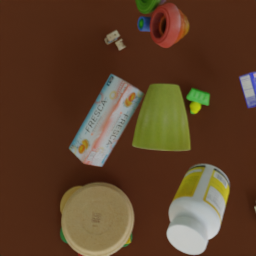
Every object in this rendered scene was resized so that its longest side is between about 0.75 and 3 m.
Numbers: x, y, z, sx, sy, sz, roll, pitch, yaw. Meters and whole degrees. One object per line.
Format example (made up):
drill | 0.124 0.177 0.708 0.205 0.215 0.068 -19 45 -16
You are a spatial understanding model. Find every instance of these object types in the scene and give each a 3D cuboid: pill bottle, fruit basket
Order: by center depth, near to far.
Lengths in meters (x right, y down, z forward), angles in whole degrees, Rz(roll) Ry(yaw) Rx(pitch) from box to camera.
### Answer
pill bottle | 1.686 1.905 6.774 1.186 1.186 2.118 29 38 13
fruit basket | 2.929 -1.094 11.951 1.046 0.755 1.046 4 106 14

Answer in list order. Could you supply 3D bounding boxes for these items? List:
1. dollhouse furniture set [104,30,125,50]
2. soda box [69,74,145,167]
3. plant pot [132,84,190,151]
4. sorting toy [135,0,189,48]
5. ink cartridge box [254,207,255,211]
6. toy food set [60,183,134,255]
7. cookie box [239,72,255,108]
dollhouse furniture set | -0.653 -4.075 13.427 0.595 0.599 0.850 -32 98 -14
soda box | -0.727 -0.199 9.278 1.001 0.931 2.928 37 100 37
plant pot | 1.097 -0.363 8.883 1.837 1.837 1.963 3 92 2
sorting toy | 1.240 -4.083 9.866 1.208 1.769 2.944 -8 72 -29
ink cartridge box | 4.890 3.043 10.080 0.470 0.275 0.811 -5 65 -3
toy food set | -1.099 3.209 9.804 2.603 0.633 2.576 -8 65 -4
cookie box | 4.679 -1.433 10.461 1.040 0.457 1.216 -17 91 -47
